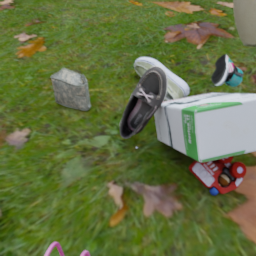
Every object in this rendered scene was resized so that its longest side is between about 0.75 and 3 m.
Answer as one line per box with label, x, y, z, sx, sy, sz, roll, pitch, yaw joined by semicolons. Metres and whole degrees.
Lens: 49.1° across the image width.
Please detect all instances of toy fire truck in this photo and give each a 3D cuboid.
toy fire truck;2.275;1.117;7.134;1.071;0.715;1.275;-44;97;-12

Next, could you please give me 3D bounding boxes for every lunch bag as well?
lunch bag;-1.830;-1.264;9.501;1.348;1.106;0.793;23;47;22

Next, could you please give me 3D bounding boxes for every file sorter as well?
file sorter;-0.352;3.180;4.464;2.573;1.614;1.788;12;45;13

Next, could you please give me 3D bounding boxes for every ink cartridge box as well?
ink cartridge box;2.045;-0.169;7.185;2.076;1.176;2.832;-11;10;-12

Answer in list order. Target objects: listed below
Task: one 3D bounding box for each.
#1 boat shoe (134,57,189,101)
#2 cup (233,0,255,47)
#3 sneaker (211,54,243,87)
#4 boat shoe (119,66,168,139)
boat shoe;1.047;-1.788;10.233;0.790;0.917;2.547;-35;56;-27
cup;3.402;-2.634;6.995;1.599;1.143;1.599;3;12;-1
sneaker;2.613;-1.325;7.337;0.771;0.534;1.277;40;46;-13
boat shoe;0.368;-0.550;7.496;0.800;2.394;0.682;34;47;9
